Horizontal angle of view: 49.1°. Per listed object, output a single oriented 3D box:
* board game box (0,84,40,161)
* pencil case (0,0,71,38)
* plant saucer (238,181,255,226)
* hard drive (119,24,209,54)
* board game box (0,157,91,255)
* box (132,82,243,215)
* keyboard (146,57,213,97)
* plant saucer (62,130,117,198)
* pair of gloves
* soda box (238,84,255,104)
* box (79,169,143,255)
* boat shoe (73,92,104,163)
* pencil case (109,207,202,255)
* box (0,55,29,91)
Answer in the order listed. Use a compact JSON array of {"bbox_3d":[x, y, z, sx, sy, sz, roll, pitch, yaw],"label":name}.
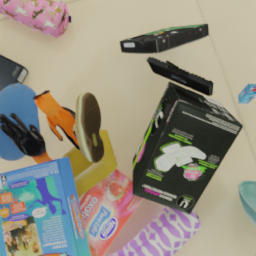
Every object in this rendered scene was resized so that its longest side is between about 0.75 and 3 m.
[{"bbox_3d":[-3.295,-0.184,8.040,0.428,1.736,2.197,8,113,19],"label":"board game box"},{"bbox_3d":[-3.191,-3.930,9.256,2.529,1.047,1.094,23,62,5],"label":"pencil case"},{"bbox_3d":[4.150,2.435,7.336,2.858,2.858,0.514,23,109,4],"label":"plant saucer"},{"bbox_3d":[1.100,-2.664,8.387,2.288,1.598,0.433,-28,119,-33],"label":"hard drive"},{"bbox_3d":[-2.055,2.169,6.384,2.003,0.592,2.634,-14,85,13],"label":"board game box"},{"bbox_3d":[1.330,0.468,7.353,1.652,1.974,2.658,22,110,-7],"label":"box"},{"bbox_3d":[1.187,-1.243,6.461,1.636,0.982,0.210,27,87,21],"label":"keyboard"},{"bbox_3d":[-1.231,0.939,7.849,1.738,0.421,1.739,-39,36,12],"label":"plant saucer"},{"bbox_3d":[-2.101,0.103,7.151,2.171,0.268,1.934,-21,122,24],"label":"pair of gloves"},{"bbox_3d":[3.563,-0.999,8.319,0.313,0.924,0.296,3,77,4],"label":"soda box"},{"bbox_3d":[-0.831,2.481,7.887,1.380,1.273,2.690,38,82,0],"label":"box"},{"bbox_3d":[-1.007,0.000,6.349,0.657,0.618,1.725,17,121,34],"label":"boat shoe"},{"bbox_3d":[0.707,3.167,7.880,2.925,1.228,1.250,-40,47,-9],"label":"pencil case"},{"bbox_3d":[-4.504,-1.356,9.023,1.680,0.544,2.131,26,80,6],"label":"box"}]
